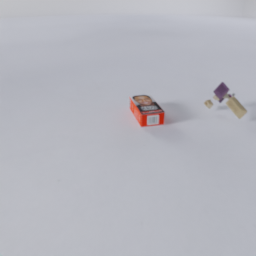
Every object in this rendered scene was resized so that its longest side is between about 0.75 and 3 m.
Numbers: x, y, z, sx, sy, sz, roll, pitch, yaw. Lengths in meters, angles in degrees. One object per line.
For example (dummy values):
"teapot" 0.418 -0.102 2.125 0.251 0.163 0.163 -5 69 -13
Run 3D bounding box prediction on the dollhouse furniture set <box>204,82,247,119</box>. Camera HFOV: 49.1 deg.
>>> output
"dollhouse furniture set" 4.544 -0.922 12.473 1.214 1.355 1.711 2 47 -40

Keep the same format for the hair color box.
"hair color box" 0.772 -0.799 12.363 1.047 0.631 2.062 -7 29 -13
